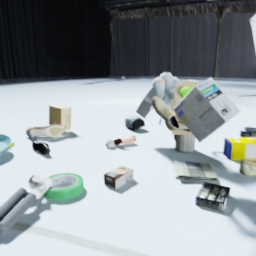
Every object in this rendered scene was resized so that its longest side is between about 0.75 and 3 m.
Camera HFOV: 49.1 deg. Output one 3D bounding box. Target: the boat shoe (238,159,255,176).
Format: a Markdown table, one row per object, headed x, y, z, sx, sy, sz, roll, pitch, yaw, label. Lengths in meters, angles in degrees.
| x | y | z | sx | sy | sz | roll | pitch | yaw | label |
| --- | --- | --- | --- | --- | --- | --- | --- | --- | --- |
| 5.128 | 1.400 | 10.705 | 1.857 | 0.584 | 0.678 | -2 | 16 | -9 | boat shoe |

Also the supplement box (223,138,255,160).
| x | y | z | sx | sy | sz | roll | pitch | yaw | label |
| --- | --- | --- | --- | --- | --- | --- | --- | --- | --- |
| 4.958 | 0.892 | 12.173 | 1.418 | 0.772 | 0.777 | 0 | 16 | 0 | supplement box |

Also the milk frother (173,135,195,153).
| x | y | z | sx | sy | sz | roll | pitch | yaw | label |
| --- | --- | --- | --- | --- | --- | --- | --- | --- | --- |
| 3.006 | 0.192 | 13.156 | 1.690 | 1.590 | 1.525 | 1 | 15 | 1 | milk frother |

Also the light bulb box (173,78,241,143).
| x | y | z | sx | sy | sz | roll | pitch | yaw | label |
| --- | --- | --- | --- | --- | --- | --- | --- | --- | --- |
| 2.155 | -0.478 | 7.838 | 0.784 | 1.256 | 1.245 | -28 | -14 | -35 | light bulb box |

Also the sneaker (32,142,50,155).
| x | y | z | sx | sy | sz | roll | pitch | yaw | label |
| --- | --- | --- | --- | --- | --- | --- | --- | --- | --- |
| -3.835 | 0.860 | 12.856 | 0.604 | 0.523 | 1.380 | -8 | 17 | -44 | sneaker |

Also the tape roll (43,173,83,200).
| x | y | z | sx | sy | sz | roll | pitch | yaw | label |
| --- | --- | --- | --- | --- | --- | --- | --- | --- | --- |
| -2.170 | 1.921 | 9.335 | 1.356 | 0.326 | 1.356 | 1 | 15 | 0 | tape roll |

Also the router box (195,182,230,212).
| x | y | z | sx | sy | sz | roll | pitch | yaw | label |
| --- | --- | --- | --- | --- | --- | --- | --- | --- | --- |
| 2.648 | 2.107 | 8.714 | 0.858 | 0.294 | 1.151 | 8 | 18 | 27 | router box |

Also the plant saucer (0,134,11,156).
| x | y | z | sx | sy | sz | roll | pitch | yaw | label |
| --- | --- | --- | --- | --- | --- | --- | --- | --- | --- |
| -6.656 | 0.949 | 12.288 | 2.921 | 0.400 | 2.921 | 0 | 22 | 0 | plant saucer |

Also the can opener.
| x | y | z | sx | sy | sz | roll | pitch | yaw | label |
| --- | --- | --- | --- | --- | --- | --- | --- | --- | --- |
| -3.023 | 2.139 | 8.110 | 0.636 | 0.802 | 2.415 | 27 | 24 | 4 | can opener |

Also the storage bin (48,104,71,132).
| x | y | z | sx | sy | sz | roll | pitch | yaw | label |
| --- | --- | --- | --- | --- | --- | --- | --- | --- | --- |
| -3.990 | -0.591 | 16.337 | 1.416 | 1.406 | 0.664 | 15 | 17 | 42 | storage bin |

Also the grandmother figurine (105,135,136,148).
| x | y | z | sx | sy | sz | roll | pitch | yaw | label |
| --- | --- | --- | --- | --- | --- | --- | --- | --- | --- |
| -0.383 | 0.670 | 13.680 | 1.568 | 0.475 | 0.951 | -12 | -2 | -27 | grandmother figurine |

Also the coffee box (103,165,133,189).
| x | y | z | sx | sy | sz | roll | pitch | yaw | label |
| --- | --- | --- | --- | --- | --- | --- | --- | --- | --- |
| -0.329 | 1.722 | 9.904 | 0.572 | 0.399 | 1.000 | 12 | 19 | 36 | coffee box |

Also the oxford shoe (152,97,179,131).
| x | y | z | sx | sy | sz | roll | pitch | yaw | label |
| --- | --- | --- | --- | --- | --- | --- | --- | --- | --- |
| 0.994 | -0.378 | 7.129 | 0.364 | 1.030 | 0.380 | -40 | 9 | -16 | oxford shoe |

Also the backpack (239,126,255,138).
| x | y | z | sx | sy | sz | roll | pitch | yaw | label |
| --- | --- | --- | --- | --- | --- | --- | --- | --- | --- |
| 6.309 | 0.301 | 14.391 | 1.011 | 0.817 | 1.061 | 16 | 17 | 15 | backpack |

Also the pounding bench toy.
| x | y | z | sx | sy | sz | roll | pitch | yaw | label |
| --- | --- | --- | --- | --- | --- | --- | --- | --- | --- |
| 2.193 | -1.012 | 9.592 | 1.322 | 2.128 | 1.660 | 0 | -19 | 4 | pounding bench toy |

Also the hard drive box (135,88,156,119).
| x | y | z | sx | sy | sz | roll | pitch | yaw | label |
| --- | --- | --- | --- | --- | --- | --- | --- | --- | --- |
| 1.113 | -1.356 | 13.732 | 0.639 | 1.296 | 1.663 | 37 | -22 | 2 | hard drive box |

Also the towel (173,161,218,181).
| x | y | z | sx | sy | sz | roll | pitch | yaw | label |
| --- | --- | --- | --- | --- | --- | --- | --- | --- | --- |
| 2.482 | 1.652 | 10.586 | 1.481 | 0.266 | 1.538 | 4 | 14 | 3 | towel |

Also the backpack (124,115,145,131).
| x | y | z | sx | sy | sz | roll | pitch | yaw | label |
| --- | --- | --- | --- | --- | --- | --- | --- | --- | --- |
| 0.305 | -0.326 | 16.596 | 0.998 | 0.757 | 1.196 | -14 | 19 | -35 | backpack |

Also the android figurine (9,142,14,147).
| x | y | z | sx | sy | sz | roll | pitch | yaw | label |
| --- | --- | --- | --- | --- | --- | --- | --- | --- | --- |
| -6.075 | 0.831 | 13.469 | 0.950 | 0.214 | 1.043 | 15 | 20 | 42 | android figurine |

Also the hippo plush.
| x | y | z | sx | sy | sz | roll | pitch | yaw | label |
| --- | --- | --- | --- | --- | --- | --- | --- | --- | --- |
| 2.118 | -1.539 | 12.178 | 1.810 | 1.793 | 2.251 | -6 | 36 | 51 | hippo plush |

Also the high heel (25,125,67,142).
| x | y | z | sx | sy | sz | roll | pitch | yaw | label |
| --- | --- | --- | --- | --- | --- | --- | --- | --- | --- |
| -4.477 | 0.053 | 15.188 | 2.016 | 0.720 | 1.437 | -19 | 29 | -28 | high heel |
